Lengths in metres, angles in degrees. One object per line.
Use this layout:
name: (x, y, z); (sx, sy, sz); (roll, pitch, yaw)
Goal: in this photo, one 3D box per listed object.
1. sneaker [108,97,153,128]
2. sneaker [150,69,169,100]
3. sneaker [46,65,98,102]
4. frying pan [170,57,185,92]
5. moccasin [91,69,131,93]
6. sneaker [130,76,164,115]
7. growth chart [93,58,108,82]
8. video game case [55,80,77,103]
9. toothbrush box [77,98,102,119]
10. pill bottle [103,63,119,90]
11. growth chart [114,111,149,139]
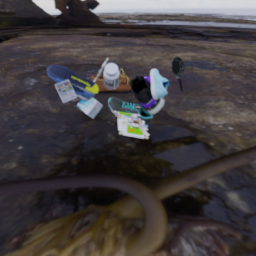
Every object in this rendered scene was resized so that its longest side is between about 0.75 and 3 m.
sneaker: (0.156, -0.727, 11.148); (1.976, 0.901, 0.767); (29, 50, -18)
sneaker: (1.201, -1.659, 10.386); (0.652, 0.588, 1.591); (-14, 48, 16)
sneaker: (-2.278, -1.698, 11.080); (2.119, 0.872, 0.784); (29, 46, -13)
frying pan: (2.378, -2.525, 12.947); (0.251, 1.542, 0.933); (3, 38, 50)
moccasin: (-0.590, -2.683, 15.904); (2.990, 1.154, 1.094); (0, 26, 0)
sneaker: (0.643, -1.700, 11.435); (1.334, 0.933, 2.683); (39, 18, -25)
growth chart: (-1.307, -2.632, 13.111); (0.107, 1.204, 0.871); (32, 39, -8)
video game case: (-2.257, -1.324, 10.150); (0.541, 0.755, 0.068); (-25, -8, -13)
toothbrush box: (-1.749, -1.005, 12.705); (1.046, 0.766, 0.446); (36, 0, 44)
pill bottle: (-0.548, -1.685, 9.214); (0.518, 0.893, 0.518); (2, 66, -3)
growth chart: (0.122, -0.110, 9.969); (1.160, 0.142, 1.603); (5, 33, -12)
